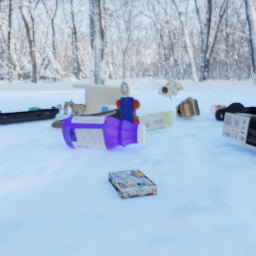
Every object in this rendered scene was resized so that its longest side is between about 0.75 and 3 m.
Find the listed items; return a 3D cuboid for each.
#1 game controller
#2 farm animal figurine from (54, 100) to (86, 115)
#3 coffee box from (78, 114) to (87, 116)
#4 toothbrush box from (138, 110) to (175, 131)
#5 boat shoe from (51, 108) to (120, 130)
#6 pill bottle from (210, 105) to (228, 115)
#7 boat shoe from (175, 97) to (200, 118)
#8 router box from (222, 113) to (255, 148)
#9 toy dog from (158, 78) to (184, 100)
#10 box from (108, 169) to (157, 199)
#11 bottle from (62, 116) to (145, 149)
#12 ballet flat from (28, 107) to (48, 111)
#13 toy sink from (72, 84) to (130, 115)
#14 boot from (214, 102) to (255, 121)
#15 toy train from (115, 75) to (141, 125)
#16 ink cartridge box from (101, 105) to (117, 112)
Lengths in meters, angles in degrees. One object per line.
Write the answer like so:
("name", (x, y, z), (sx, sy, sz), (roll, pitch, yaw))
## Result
("game controller", (-4.541, -0.582, 12.181), (1.553, 0.627, 2.978), (8, 12, 41))
("farm animal figurine", (-2.953, -1.028, 13.790), (1.519, 0.764, 1.227), (2, 5, -38))
("coffee box", (-1.624, -0.390, 11.844), (0.494, 0.349, 0.874), (7, 12, 43))
("toothbrush box", (1.072, -0.271, 10.136), (0.939, 0.555, 1.290), (-8, 6, 25))
("boat shoe", (-1.515, -0.350, 10.399), (2.647, 0.754, 0.885), (-2, 10, -14))
("pill bottle", (4.744, -0.925, 14.395), (0.947, 0.551, 0.551), (-2, 10, -6))
("boat shoe", (2.670, -0.916, 13.157), (0.947, 0.970, 2.563), (-15, 1, 5))
("router box", (4.041, 0.206, 6.701), (2.163, 0.740, 2.900), (3, 9, -16))
("toy dog", (2.434, -2.295, 16.589), (1.336, 1.295, 0.932), (-31, 4, -33))
("box", (0.047, 0.920, 4.693), (0.590, 0.172, 0.862), (-3, 10, -17))
("bottle", (-0.609, 0.134, 7.202), (2.082, 0.870, 0.680), (1, 45, 10))
("ballet flat", (-4.450, -0.784, 14.263), (1.380, 0.465, 0.440), (5, -16, 23))
("toy sink", (-1.408, -1.451, 14.680), (2.709, 1.518, 1.766), (7, 11, 11))
("boot", (4.967, -0.649, 12.085), (1.952, 0.746, 1.640), (-15, 13, -34))
("toy train", (0.131, -0.907, 10.259), (0.826, 1.951, 1.129), (1, 4, 24))
("ink cartridge box", (-0.442, -0.714, 12.974), (1.440, 0.606, 1.041), (1, 10, 7))
